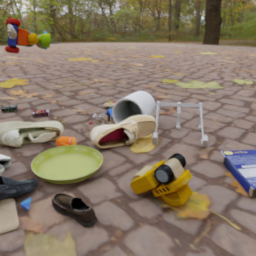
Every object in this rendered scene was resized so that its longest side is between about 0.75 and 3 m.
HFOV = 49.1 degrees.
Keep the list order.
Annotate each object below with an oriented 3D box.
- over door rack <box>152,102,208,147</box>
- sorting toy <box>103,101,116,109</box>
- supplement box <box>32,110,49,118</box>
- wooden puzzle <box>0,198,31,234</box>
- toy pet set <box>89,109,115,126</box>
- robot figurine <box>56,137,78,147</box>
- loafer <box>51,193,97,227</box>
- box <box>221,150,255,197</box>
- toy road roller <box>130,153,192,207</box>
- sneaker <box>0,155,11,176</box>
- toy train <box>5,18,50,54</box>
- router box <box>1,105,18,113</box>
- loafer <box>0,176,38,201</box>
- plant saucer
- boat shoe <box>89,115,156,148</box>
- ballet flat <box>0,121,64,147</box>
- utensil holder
[{"bbox_3d":[2.200,-0.101,12.236,2.178,0.982,2.948,2,37,9],"label":"over door rack"},{"bbox_3d":[-1.031,-1.233,15.658,0.581,0.204,1.204,3,24,8],"label":"sorting toy"},{"bbox_3d":[-4.495,-0.726,14.400,0.819,0.249,0.446,-9,24,-16],"label":"supplement box"},{"bbox_3d":[-3.428,2.351,7.202,1.807,0.211,1.219,-8,28,-18],"label":"wooden puzzle"},{"bbox_3d":[-1.025,-0.452,13.129,1.288,0.733,1.380,-15,28,-31],"label":"toy pet set"},{"bbox_3d":[-2.402,0.590,11.001,0.822,0.479,0.591,2,-21,4],"label":"robot figurine"},{"bbox_3d":[-1.436,2.036,7.455,1.551,0.553,0.566,15,27,32],"label":"loafer"},{"bbox_3d":[4.124,1.403,9.171,1.412,0.378,2.331,-2,24,-6],"label":"box"},{"bbox_3d":[1.049,1.644,8.104,1.738,1.268,1.068,-30,-1,42],"label":"toy road roller"},{"bbox_3d":[-4.521,1.386,8.838,0.858,0.795,2.117,12,25,6],"label":"sneaker"},{"bbox_3d":[-3.540,-3.221,10.105,1.602,1.172,2.769,1,15,-26],"label":"toy train"},{"bbox_3d":[-6.391,-1.023,15.100,0.795,0.247,0.596,-6,24,-16],"label":"router box"},{"bbox_3d":[-3.435,1.662,7.851,0.646,0.668,1.902,-11,-2,42],"label":"loafer"},{"bbox_3d":[-2.041,1.265,9.537,2.362,0.367,2.362,-1,23,0],"label":"plant saucer"},{"bbox_3d":[-0.076,0.258,11.219,2.821,1.040,0.976,-16,28,-12],"label":"boat shoe"},{"bbox_3d":[-4.079,0.267,11.230,2.995,1.040,1.040,-8,24,-18],"label":"ballet flat"},{"bbox_3d":[0.330,-0.841,13.043,1.542,1.542,1.815,10,24,22],"label":"utensil holder"}]
